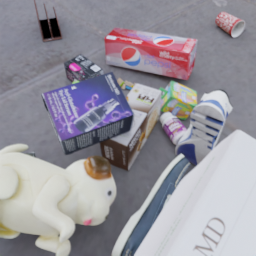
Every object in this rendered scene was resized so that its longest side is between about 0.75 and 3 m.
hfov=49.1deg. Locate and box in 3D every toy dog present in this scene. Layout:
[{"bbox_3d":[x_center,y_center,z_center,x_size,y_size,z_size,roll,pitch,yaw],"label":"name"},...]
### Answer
[{"bbox_3d":[-1.529,1.383,5.627,2.577,1.798,2.499,0,32,-14],"label":"toy dog"}]

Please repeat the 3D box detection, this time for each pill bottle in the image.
[{"bbox_3d":[1.287,0.003,7.922,0.520,0.520,0.926,-22,55,-16],"label":"pill bottle"}]

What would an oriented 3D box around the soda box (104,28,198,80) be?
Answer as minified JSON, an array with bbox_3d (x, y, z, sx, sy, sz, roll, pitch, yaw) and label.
[{"bbox_3d":[0.732,-2.536,9.473,2.981,1.044,0.945,15,46,18],"label":"soda box"}]

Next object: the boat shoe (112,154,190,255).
[{"bbox_3d":[0.752,1.782,6.135,0.873,1.057,2.823,28,54,18],"label":"boat shoe"}]

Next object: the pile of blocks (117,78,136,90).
[{"bbox_3d":[-0.043,-1.417,9.293,0.754,0.310,0.234,19,10,4],"label":"pile of blocks"}]

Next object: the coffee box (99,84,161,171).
[{"bbox_3d":[0.107,-0.050,7.536,0.818,1.174,2.053,20,53,19],"label":"coffee box"}]

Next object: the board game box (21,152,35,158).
[{"bbox_3d":[-3.605,1.396,6.574,2.641,0.372,1.786,-3,43,-11],"label":"board game box"}]

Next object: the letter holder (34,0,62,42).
[{"bbox_3d":[-3.179,-4.327,11.021,0.772,1.091,1.536,-14,52,-11],"label":"letter holder"}]

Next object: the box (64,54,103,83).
[{"bbox_3d":[-1.441,-1.783,9.263,0.770,0.669,1.166,-37,61,-27],"label":"box"}]

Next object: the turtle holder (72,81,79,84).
[{"bbox_3d":[-1.075,-1.084,8.594,0.894,0.836,1.177,-29,57,-21],"label":"turtle holder"}]

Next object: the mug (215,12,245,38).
[{"bbox_3d":[4.089,-4.119,11.270,0.678,0.902,1.016,-46,53,11],"label":"mug"}]

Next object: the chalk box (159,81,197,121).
[{"bbox_3d":[1.369,-0.835,8.253,1.119,0.696,0.693,20,51,-13],"label":"chalk box"}]

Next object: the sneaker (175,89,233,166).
[{"bbox_3d":[1.996,-0.092,6.917,0.911,2.256,1.303,30,54,16],"label":"sneaker"}]

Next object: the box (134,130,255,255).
[{"bbox_3d":[1.402,2.177,3.887,2.464,2.877,2.863,34,68,11],"label":"box"}]

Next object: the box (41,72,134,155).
[{"bbox_3d":[-0.876,-0.332,6.284,1.682,0.877,1.245,-22,69,-15],"label":"box"}]
